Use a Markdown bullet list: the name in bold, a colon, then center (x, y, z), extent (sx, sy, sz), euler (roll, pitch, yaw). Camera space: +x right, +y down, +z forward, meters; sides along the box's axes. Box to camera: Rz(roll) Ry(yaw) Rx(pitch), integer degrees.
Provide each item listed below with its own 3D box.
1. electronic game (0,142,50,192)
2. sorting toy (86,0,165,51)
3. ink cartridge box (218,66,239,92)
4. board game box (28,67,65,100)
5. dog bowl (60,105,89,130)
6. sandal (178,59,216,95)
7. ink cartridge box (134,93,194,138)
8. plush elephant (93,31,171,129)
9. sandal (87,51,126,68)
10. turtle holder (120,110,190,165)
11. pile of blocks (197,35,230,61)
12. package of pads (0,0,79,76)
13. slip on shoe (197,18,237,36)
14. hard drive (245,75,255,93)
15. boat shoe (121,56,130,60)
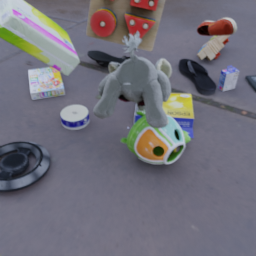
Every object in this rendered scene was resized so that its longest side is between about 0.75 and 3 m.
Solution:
- **electronic game**: center (-3.387, 1.093, 8.378), extent (2.056, 0.428, 2.056), euler (2, 37, -2)
- **sorting toy**: center (-0.101, -4.466, 10.565), extent (2.787, 2.770, 0.970), euler (13, 30, -2)
- **ink cartridge box**: center (4.204, -2.091, 11.710), extent (0.679, 0.995, 0.380), euler (-16, 43, -19)
- **board game box**: center (-3.544, -1.975, 12.074), extent (1.338, 0.341, 1.990), euler (-12, 42, -14)
- **dog bowl**: center (-1.930, -0.393, 10.172), extent (1.011, 0.398, 1.011), euler (0, 40, 0)
- **sandal**: center (3.123, -2.451, 12.444), extent (1.053, 0.593, 2.771), euler (-11, 41, -13)
- **ink cartridge box**: center (1.307, -0.553, 10.315), extent (2.122, 0.505, 2.147), euler (4, 39, 4)
- **plush elephant**: center (0.267, -1.133, 7.342), extent (1.860, 2.259, 1.749), euler (3, 0, 16)
- **sandal**: center (-0.985, -3.154, 13.445), extent (2.133, 0.510, 0.802), euler (19, 42, 3)
- **turtle holder**: center (0.956, 0.402, 8.549), extent (1.489, 2.097, 1.594), euler (39, 91, 31)
- **pile of blocks**: center (4.338, -4.002, 14.293), extent (0.843, 1.114, 2.714), euler (50, 60, -9)
- **package of pads**: center (-2.606, -2.705, 8.028), extent (0.784, 2.300, 1.777), euler (-43, 48, 18)
- **slip on shoe**: center (2.657, -2.988, 8.471), extent (0.446, 0.540, 1.459), euler (-37, 31, -15)
- **hard drive**: center (5.674, -1.924, 12.141), extent (0.782, 0.184, 1.120), euler (-3, 40, -3)
- **boat shoe**: center (-0.131, -3.380, 13.730), extent (1.065, 0.353, 0.372), euler (6, 41, 7)
